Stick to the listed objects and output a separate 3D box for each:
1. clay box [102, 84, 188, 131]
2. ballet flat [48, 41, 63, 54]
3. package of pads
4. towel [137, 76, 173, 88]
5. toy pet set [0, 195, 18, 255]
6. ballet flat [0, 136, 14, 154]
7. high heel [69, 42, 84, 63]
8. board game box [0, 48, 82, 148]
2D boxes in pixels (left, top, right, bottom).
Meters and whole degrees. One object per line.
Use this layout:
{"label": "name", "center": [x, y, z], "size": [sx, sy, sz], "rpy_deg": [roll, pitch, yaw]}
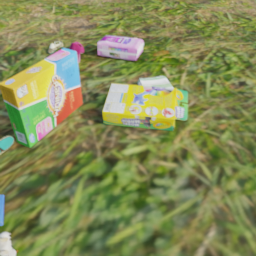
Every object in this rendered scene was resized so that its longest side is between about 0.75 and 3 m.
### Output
{"label": "clay box", "center": [0.585, -0.682, 9.022], "size": [2.573, 0.612, 1.478], "rpy_deg": [7, 48, 7]}
{"label": "ballet flat", "center": [-3.475, -3.876, 13.292], "size": [0.346, 0.384, 1.019], "rpy_deg": [19, 43, 23]}
{"label": "package of pads", "center": [-0.338, -3.646, 12.734], "size": [1.917, 0.725, 1.155], "rpy_deg": [11, 37, 14]}
{"label": "towel", "center": [1.126, -1.413, 10.334], "size": [1.215, 0.250, 1.628], "rpy_deg": [-10, 40, -12]}
{"label": "toy pet set", "center": [-3.109, 2.233, 5.588], "size": [1.773, 0.941, 1.655], "rpy_deg": [-5, 74, -1]}
{"label": "ballet flat", "center": [-3.627, 0.589, 7.812], "size": [0.344, 0.344, 0.990], "rpy_deg": [15, 43, 18]}
{"label": "high heel", "center": [-2.383, -3.736, 12.681], "size": [0.649, 0.925, 1.928], "rpy_deg": [-1, 39, -1]}
{"label": "board game box", "center": [-2.417, -0.963, 8.387], "size": [0.524, 1.990, 2.601], "rpy_deg": [19, 43, 21]}
